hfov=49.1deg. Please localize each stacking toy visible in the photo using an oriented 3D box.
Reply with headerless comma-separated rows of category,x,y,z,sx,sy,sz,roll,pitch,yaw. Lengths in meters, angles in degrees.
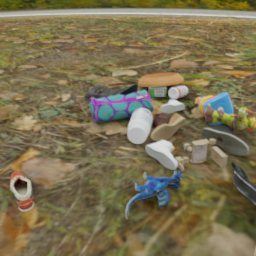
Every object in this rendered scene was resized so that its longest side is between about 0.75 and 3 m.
stacking toy,3.387,-0.957,11.900,1.179,1.115,2.031,-26,21,-5

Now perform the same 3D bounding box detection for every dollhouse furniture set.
dollhouse furniture set,2.285,0.881,8.752,1.477,0.765,0.654,-8,29,-14

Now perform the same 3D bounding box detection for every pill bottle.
pill bottle,2.404,-1.696,13.334,0.561,0.561,1.025,22,27,34
pill bottle,0.434,-0.071,10.348,0.823,0.823,1.452,6,30,10

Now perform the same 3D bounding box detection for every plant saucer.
plant saucer,1.654,-2.488,14.316,2.320,0.434,2.320,-6,16,2

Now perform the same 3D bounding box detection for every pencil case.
pencil case,-0.289,-0.908,11.486,2.526,1.167,1.075,-11,64,-16

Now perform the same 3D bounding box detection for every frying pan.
frying pan,3.112,1.476,7.417,1.693,0.456,2.800,31,10,-30

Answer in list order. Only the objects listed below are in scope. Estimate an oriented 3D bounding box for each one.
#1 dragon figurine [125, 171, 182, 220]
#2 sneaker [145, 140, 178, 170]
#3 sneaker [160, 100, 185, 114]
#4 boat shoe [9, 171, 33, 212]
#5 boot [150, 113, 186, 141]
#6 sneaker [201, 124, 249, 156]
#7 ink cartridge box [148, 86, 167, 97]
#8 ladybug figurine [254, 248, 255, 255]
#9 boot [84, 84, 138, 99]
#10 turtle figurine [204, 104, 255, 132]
dragon figurine,0.745,1.671,7.398,1.030,0.610,2.072,7,22,28
sneaker,1.293,0.805,9.136,0.802,0.511,1.387,-21,36,-29
sneaker,1.833,-0.952,12.387,1.150,0.424,0.665,-7,24,-22
boat shoe,-2.964,1.616,7.716,0.571,0.502,1.605,-16,32,-23
boot,1.210,-0.065,10.804,1.719,0.622,1.430,-27,23,-27
sneaker,3.571,0.299,9.841,0.963,0.678,1.814,-21,35,-33
ink cartridge box,1.528,-2.081,14.201,0.832,0.475,1.602,2,29,10
ladybug figurine,3.156,2.802,4.914,1.939,1.027,2.856,18,40,20
boot,-0.784,-1.752,13.360,1.878,0.747,2.158,23,40,33
turtle figurine,3.813,-0.256,10.172,1.939,0.774,2.404,14,-3,23
